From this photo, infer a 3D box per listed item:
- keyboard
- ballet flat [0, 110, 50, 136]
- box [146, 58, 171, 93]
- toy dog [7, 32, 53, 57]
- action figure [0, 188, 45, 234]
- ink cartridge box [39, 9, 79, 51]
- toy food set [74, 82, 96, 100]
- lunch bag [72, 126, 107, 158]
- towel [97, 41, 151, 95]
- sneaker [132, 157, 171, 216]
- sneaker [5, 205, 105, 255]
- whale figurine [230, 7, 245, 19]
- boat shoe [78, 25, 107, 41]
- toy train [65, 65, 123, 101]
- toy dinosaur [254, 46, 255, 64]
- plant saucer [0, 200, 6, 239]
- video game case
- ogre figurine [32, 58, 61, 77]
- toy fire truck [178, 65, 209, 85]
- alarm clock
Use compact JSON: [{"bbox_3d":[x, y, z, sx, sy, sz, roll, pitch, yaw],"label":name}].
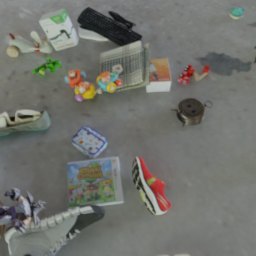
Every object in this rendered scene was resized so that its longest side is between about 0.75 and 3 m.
[{"bbox_3d":[-0.699,-4.655,12.533,2.895,0.574,1.507,27,62,-6],"label":"keyboard"},{"bbox_3d":[-4.158,-0.248,10.168,2.558,0.815,0.862,-7,38,-5],"label":"ballet flat"},{"bbox_3d":[1.189,-2.147,11.437,0.951,0.664,1.249,-3,59,-2],"label":"box"},{"bbox_3d":[-4.375,-3.742,12.224,1.966,0.947,1.297,-16,60,-9],"label":"toy dog"},{"bbox_3d":[-3.294,2.341,7.565,2.141,0.743,1.393,-9,34,-27],"label":"action figure"},{"bbox_3d":[-2.922,-4.164,12.003,1.084,1.478,0.614,-11,45,17],"label":"ink cartridge box"},{"bbox_3d":[-1.734,-1.488,11.296,0.883,0.215,0.874,1,60,3],"label":"toy food set"},{"bbox_3d":[-1.383,0.463,10.017,1.171,0.442,0.938,33,63,17],"label":"lunch bag"},{"bbox_3d":[-0.187,-2.474,11.393,2.317,0.400,2.231,-9,58,18],"label":"towel"},{"bbox_3d":[0.743,1.841,9.135,0.843,0.765,1.986,-14,65,-24],"label":"sneaker"},{"bbox_3d":[-1.952,3.372,8.004,2.977,1.117,1.719,-17,65,2],"label":"sneaker"},{"bbox_3d":[5.380,-5.709,13.699,0.850,0.441,0.676,-35,65,-19],"label":"whale figurine"},{"bbox_3d":[-1.455,-4.463,12.867,1.712,0.587,0.616,10,60,6],"label":"boat shoe"},{"bbox_3d":[-1.424,-1.978,10.905,2.399,0.667,1.802,-11,52,9],"label":"toy train"},{"bbox_3d":[6.017,-3.171,12.119,1.108,0.597,2.514,9,58,-12],"label":"toy dinosaur"},{"bbox_3d":[-4.160,2.653,8.317,1.783,0.326,1.783,-1,89,31],"label":"plant saucer"},{"bbox_3d":[-1.120,1.808,9.341,1.766,0.195,1.608,-7,59,-4],"label":"video game case"},{"bbox_3d":[-3.265,-2.544,11.583,1.240,0.608,0.743,-28,26,25],"label":"ogre figurine"},{"bbox_3d":[2.733,-2.201,11.623,0.923,0.319,1.309,26,58,17],"label":"toy fire truck"},{"bbox_3d":[2.529,-0.699,10.646,1.576,0.525,1.063,-21,57,-15],"label":"alarm clock"}]
